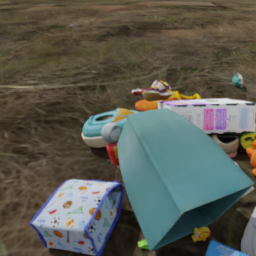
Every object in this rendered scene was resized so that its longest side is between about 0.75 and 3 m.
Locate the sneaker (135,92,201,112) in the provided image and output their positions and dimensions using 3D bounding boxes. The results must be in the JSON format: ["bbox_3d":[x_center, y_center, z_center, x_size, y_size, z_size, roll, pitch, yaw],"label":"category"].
[{"bbox_3d":[1.730,-1.130,12.296,2.869,1.107,1.047,-2,34,-1],"label":"sneaker"}]

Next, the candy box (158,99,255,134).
[{"bbox_3d":[2.787,-0.478,10.504,2.973,1.063,2.493,-2,9,-3],"label":"candy box"}]

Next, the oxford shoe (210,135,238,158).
[{"bbox_3d":[2.774,0.568,9.879,2.211,0.816,0.783,-2,33,-6],"label":"oxford shoe"}]

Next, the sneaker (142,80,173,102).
[{"bbox_3d":[1.036,-1.468,10.820,1.657,0.621,0.747,-4,64,-48],"label":"sneaker"}]

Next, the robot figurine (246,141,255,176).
[{"bbox_3d":[4.703,1.089,8.910,1.296,1.050,1.801,-16,36,-28],"label":"robot figurine"}]

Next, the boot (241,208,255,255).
[{"bbox_3d":[3.562,2.123,6.896,1.076,1.398,2.925,14,35,25],"label":"boot"}]

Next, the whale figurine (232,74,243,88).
[{"bbox_3d":[5.746,-2.447,14.674,0.499,0.765,0.962,-18,10,20],"label":"whale figurine"}]

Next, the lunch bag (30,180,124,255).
[{"bbox_3d":[-1.128,2.080,7.070,1.629,1.187,1.916,-2,32,22],"label":"lunch bag"}]

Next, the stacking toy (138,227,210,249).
[{"bbox_3d":[1.061,2.407,7.459,1.821,0.428,1.373,-5,33,-7],"label":"stacking toy"}]

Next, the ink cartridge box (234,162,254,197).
[{"bbox_3d":[2.862,1.616,7.869,0.989,0.987,0.201,-36,15,6],"label":"ink cartridge box"}]

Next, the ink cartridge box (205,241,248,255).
[{"bbox_3d":[1.968,3.597,5.057,1.755,1.022,2.428,17,37,24],"label":"ink cartridge box"}]

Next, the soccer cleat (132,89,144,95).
[{"bbox_3d":[0.579,-1.828,14.122,0.786,0.270,0.335,-7,37,-2],"label":"soccer cleat"}]

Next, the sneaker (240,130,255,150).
[{"bbox_3d":[4.951,0.322,10.439,2.297,0.851,0.960,-11,24,-26],"label":"sneaker"}]

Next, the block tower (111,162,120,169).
[{"bbox_3d":[-0.123,1.249,9.364,1.009,0.292,0.272,26,40,36],"label":"block tower"}]

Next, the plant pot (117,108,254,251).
[{"bbox_3d":[1.018,0.989,7.012,2.040,2.039,2.887,-10,53,-28],"label":"plant pot"}]

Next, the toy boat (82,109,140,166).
[{"bbox_3d":[-0.478,0.050,9.650,2.469,1.365,2.937,-13,22,1],"label":"toy boat"}]
